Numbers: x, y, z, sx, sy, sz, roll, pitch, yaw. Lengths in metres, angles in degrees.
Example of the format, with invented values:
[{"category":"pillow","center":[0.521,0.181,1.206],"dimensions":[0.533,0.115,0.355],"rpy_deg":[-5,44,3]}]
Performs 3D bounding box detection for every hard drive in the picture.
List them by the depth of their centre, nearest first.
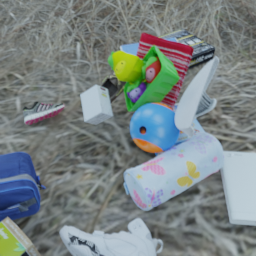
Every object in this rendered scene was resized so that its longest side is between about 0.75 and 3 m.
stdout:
[{"category":"hard drive","center":[3.615,1.721,8.274],"dimensions":[1.540,0.307,2.335],"rpy_deg":[3,46,3]}]

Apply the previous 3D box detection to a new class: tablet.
[{"category":"tablet","center":[1.083,-3.322,12.306],"dimensions":[2.650,0.181,1.724],"rpy_deg":[-11,46,-6]}]

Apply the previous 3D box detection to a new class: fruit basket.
[{"category":"fruit basket","center":[0.298,-1.605,8.657],"dimensions":[2.044,2.044,1.474],"rpy_deg":[-6,47,-6]}]

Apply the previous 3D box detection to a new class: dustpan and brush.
[{"category":"dustpan and brush","center":[1.822,-0.481,7.898],"dimensions":[0.831,2.902,2.026],"rpy_deg":[25,75,-6]}]

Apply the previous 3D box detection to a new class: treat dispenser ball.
[{"category":"treat dispenser ball","center":[0.803,-0.003,8.409],"dimensions":[1.504,1.504,1.504],"rpy_deg":[0,46,0]}]

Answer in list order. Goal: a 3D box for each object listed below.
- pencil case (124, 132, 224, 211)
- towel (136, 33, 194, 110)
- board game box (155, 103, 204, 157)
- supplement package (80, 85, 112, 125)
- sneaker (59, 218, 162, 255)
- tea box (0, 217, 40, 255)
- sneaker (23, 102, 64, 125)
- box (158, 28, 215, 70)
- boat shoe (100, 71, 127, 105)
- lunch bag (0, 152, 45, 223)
[{"category":"pencil case","center":[1.345,1.178,8.127],"dimensions":[2.986,1.241,1.354],"rpy_deg":[-25,24,-23]},{"category":"towel","center":[0.980,-1.766,9.317],"dimensions":[1.759,2.432,0.273],"rpy_deg":[20,32,9]},{"category":"board game box","center":[1.501,-0.008,9.815],"dimensions":[1.810,0.506,1.772],"rpy_deg":[-13,48,-12]},{"category":"supplement package","center":[-1.001,-0.712,8.778],"dimensions":[0.755,0.537,0.969],"rpy_deg":[-26,67,32]},{"category":"sneaker","center":[-0.377,2.795,6.836],"dimensions":[2.440,0.917,1.402],"rpy_deg":[26,50,16]},{"category":"tea box","center":[-2.758,3.060,6.147],"dimensions":[0.978,1.464,1.441],"rpy_deg":[32,54,27]},{"category":"sneaker","center":[-3.111,-0.697,10.209],"dimensions":[1.574,0.581,0.689],"rpy_deg":[-24,80,-27]},{"category":"box","center":[2.165,-3.588,13.159],"dimensions":[2.966,0.728,2.391],"rpy_deg":[-26,52,-23]},{"category":"boat shoe","center":[-0.467,-1.573,10.075],"dimensions":[0.844,2.350,0.699],"rpy_deg":[45,15,5]},{"category":"lunch bag","center":[-3.339,1.723,7.439],"dimensions":[2.198,1.493,1.454],"rpy_deg":[-11,47,-13]}]
